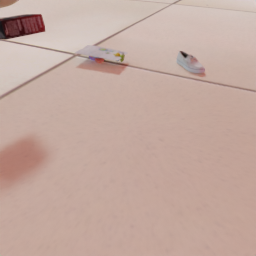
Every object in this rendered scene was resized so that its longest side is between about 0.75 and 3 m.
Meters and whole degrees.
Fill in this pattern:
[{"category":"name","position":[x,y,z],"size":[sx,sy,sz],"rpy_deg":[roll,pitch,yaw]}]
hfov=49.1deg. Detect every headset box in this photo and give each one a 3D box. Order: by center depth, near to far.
[{"category":"headset box","position":[-2.698,-2.519,6.906],"size":[1.164,0.450,0.866],"rpy_deg":[-30,35,-36]}]

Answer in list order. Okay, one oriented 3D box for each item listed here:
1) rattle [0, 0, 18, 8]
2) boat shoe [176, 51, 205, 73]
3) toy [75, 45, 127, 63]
[{"category":"rattle","position":[-0.986,-0.838,1.811],"size":[1.176,0.766,0.840],"rpy_deg":[-11,49,-14]},{"category":"boat shoe","position":[2.193,-2.364,9.947],"size":[0.509,0.453,1.385],"rpy_deg":[-20,40,-26]},{"category":"toy","position":[-0.973,-2.663,10.417],"size":[1.723,0.407,0.992],"rpy_deg":[12,34,19]}]
